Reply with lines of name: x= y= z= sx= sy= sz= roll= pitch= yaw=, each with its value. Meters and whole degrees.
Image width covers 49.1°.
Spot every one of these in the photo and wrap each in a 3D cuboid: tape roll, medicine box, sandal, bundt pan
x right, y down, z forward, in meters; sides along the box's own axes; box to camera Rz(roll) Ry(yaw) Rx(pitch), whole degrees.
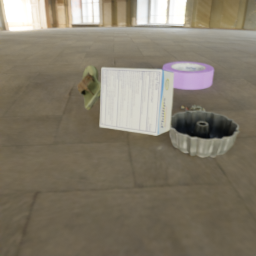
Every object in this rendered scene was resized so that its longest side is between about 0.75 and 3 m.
tape roll: x=3.567 y=-3.201 z=16.887 sx=2.965 sy=0.973 sz=2.965 roll=-1 pitch=26 yaw=0
medicine box: x=0.237 y=-0.863 z=8.625 sx=2.032 sy=1.851 sz=1.046 roll=8 pitch=11 yaw=26
sandal: x=-1.549 y=-1.582 z=10.493 sx=0.756 sy=1.052 sz=2.649 roll=27 pitch=24 yaw=-32
bundt pan: x=2.532 y=0.248 z=9.742 sx=2.417 sy=0.907 sz=2.417 roll=0 pitch=25 yaw=0

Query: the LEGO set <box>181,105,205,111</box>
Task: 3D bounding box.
LEGO set: x=2.948 y=-0.946 z=12.741 sx=1.089 sy=0.309 sz=0.707 roll=6 pitch=12 yaw=-1
